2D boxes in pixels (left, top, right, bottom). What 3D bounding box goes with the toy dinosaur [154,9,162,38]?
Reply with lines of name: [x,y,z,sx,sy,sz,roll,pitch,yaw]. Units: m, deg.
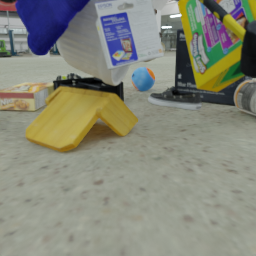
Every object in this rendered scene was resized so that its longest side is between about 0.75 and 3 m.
toy dinosaur: [0.347,-3.562,10.743,1.631,1.033,2.407,-20,-17,-27]

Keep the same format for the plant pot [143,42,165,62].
plant pot: [0.921,-2.867,10.295,0.793,0.793,0.847,-15,13,-41]

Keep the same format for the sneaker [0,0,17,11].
sneaker: [-3.393,-4.070,8.816,1.664,0.613,0.722,-28,5,-38]

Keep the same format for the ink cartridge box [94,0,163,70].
ink cartridge box: [0.014,-1.342,3.922,0.868,0.878,0.206,-19,11,-21]

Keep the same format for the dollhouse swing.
dollhouse swing: [-1.249,0.004,7.515,2.095,1.842,1.904,12,-21,35]

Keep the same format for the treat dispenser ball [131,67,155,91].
treat dispenser ball: [0.756,-2.460,14.125,1.180,1.180,1.180,0,17,0]

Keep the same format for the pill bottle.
pill bottle: [4.433,-0.872,9.075,1.115,1.115,1.916,-5,18,-15]

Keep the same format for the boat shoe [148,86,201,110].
boat shoe: [1.764,-1.223,10.804,2.264,0.750,0.792,16,23,42]

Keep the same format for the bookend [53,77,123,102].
bookend: [-1.585,-1.384,11.027,2.031,0.935,2.018,-13,21,-34]

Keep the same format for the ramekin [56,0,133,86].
ramekin: [-0.612,-2.673,7.043,1.523,2.901,2.901,18,20,6]

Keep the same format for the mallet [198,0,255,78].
mallet: [1.917,-2.103,5.246,0.557,0.891,2.704,-15,54,-2]

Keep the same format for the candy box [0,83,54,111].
candy box: [-3.919,-1.303,11.133,1.468,0.703,2.543,1,17,5]

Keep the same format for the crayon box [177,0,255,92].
crayon box: [2.386,-2.584,6.642,0.790,2.710,2.338,2,-20,-28]

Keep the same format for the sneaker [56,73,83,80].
sneaker: [-2.505,-2.122,13.424,1.063,1.034,2.669,-3,15,-39]

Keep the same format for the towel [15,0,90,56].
towel: [-1.207,-2.722,5.432,0.597,2.412,1.781,16,40,-51]

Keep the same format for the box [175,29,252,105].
box: [3.567,-2.608,11.643,2.858,2.906,1.706,10,20,31]
